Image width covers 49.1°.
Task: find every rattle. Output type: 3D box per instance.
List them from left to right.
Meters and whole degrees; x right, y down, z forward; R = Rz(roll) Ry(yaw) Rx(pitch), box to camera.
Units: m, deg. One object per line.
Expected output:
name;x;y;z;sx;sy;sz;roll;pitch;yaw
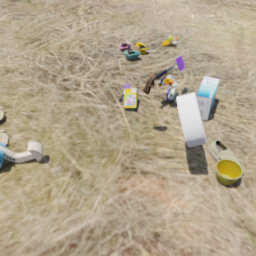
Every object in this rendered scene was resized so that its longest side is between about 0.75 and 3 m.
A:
rattle;2.479;-4.983;16.304;0.670;0.735;1.029;40;31;-3

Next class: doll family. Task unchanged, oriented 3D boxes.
doll family;1.438;-1.854;11.170;0.865;0.390;0.537;-3;46;40

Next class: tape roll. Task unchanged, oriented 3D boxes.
tape roll;1.903;-0.224;8.384;0.552;1.578;1.578;-14;40;14

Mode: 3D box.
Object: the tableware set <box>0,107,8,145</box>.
tableware set;-5.779;0.128;10.575;2.277;0.316;2.726;-14;44;-14

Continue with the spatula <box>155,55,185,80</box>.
spatula;1.682;-2.343;11.231;2.055;0.581;0.211;-33;17;-32

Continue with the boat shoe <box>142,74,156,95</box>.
boat shoe;0.737;-1.424;9.227;0.289;0.821;0.289;-31;72;-34

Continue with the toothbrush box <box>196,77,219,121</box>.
toothbrush box;3.173;-1.206;11.440;0.653;1.121;1.531;17;46;18

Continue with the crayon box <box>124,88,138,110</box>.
crayon box;0.114;-1.210;11.716;0.515;0.253;0.867;0;77;14

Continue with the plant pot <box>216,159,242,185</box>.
plant pot;3.152;1.479;8.907;0.798;0.566;0.798;-1;42;1

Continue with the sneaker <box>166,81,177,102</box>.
sneaker;1.839;-1.573;12.179;0.345;0.493;0.992;23;66;-7

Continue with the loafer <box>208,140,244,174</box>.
loafer;3.313;0.974;9.497;0.570;0.514;1.505;-22;47;-23

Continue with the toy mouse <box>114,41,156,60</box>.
toy mouse;0.076;-4.147;15.182;1.928;0.420;2.170;-24;47;-25

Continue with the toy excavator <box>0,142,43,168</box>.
toy excavator;-4.237;0.873;9.266;2.113;2.173;1.085;-40;39;23

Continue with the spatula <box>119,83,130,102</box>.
spatula;-0.193;-1.537;12.310;0.100;0.275;0.974;-6;52;51
